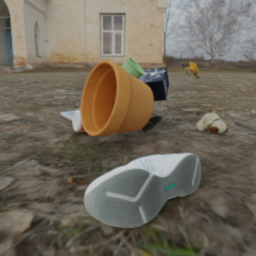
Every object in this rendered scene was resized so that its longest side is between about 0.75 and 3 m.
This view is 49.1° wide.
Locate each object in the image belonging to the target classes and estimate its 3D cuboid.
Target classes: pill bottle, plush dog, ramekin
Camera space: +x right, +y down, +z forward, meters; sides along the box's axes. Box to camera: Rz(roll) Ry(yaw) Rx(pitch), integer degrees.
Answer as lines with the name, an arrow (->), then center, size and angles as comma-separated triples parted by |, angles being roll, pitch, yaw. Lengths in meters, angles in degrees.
pill bottle -> -1.273, -0.234, 10.135 | 1.336, 0.754, 0.754 | 1, 12, -31
plush dog -> 3.190, -0.153, 10.249 | 1.072, 0.860, 0.921 | -8, 40, -30
ramekin -> 0.149, -1.898, 9.164 | 0.772, 0.377, 0.772 | 41, 20, -19

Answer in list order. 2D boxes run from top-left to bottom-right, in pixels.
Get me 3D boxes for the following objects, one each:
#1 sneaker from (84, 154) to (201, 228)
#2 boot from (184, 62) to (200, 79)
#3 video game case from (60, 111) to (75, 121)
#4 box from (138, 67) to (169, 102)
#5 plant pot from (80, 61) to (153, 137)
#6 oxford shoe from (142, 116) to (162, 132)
sneaker -> 0.232, 1.063, 5.236 | 1.117, 0.980, 2.787 | 1, 5, 44
boot -> 2.579, -2.445, 11.502 | 0.952, 0.681, 0.335 | 19, -38, -40
video game case -> -2.231, -0.603, 12.961 | 1.353, 0.164, 1.486 | -9, 17, -31
box -> 0.732, -1.654, 10.979 | 1.601, 0.833, 1.458 | -6, 29, 16
plant pot -> -0.275, -0.756, 8.487 | 1.543, 2.204, 2.204 | 9, 7, -33
oxford shoe -> 0.849, -0.144, 10.115 | 0.849, 0.358, 0.308 | -30, 54, -4
